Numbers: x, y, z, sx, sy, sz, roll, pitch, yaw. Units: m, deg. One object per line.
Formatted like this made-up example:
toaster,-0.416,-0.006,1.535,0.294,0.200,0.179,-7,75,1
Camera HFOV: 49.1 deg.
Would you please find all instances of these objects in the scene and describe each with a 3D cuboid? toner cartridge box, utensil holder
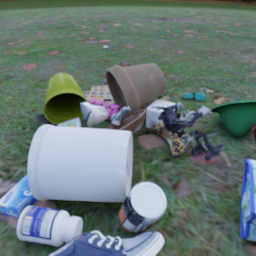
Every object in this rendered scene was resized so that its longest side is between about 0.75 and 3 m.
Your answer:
toner cartridge box,-3.231,2.049,8.873,0.790,0.359,1.663,11,33,17
utensil holder,-1.287,1.097,8.511,2.701,2.295,2.295,2,31,6

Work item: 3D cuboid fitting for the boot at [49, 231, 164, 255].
boot,-0.478,2.763,6.306,2.559,1.156,0.931,-26,-5,-18

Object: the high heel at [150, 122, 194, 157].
high heel,1.503,0.435,11.333,1.992,0.711,1.420,17,43,31

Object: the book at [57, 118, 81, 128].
book,-2.493,0.204,11.915,1.043,0.375,1.562,-16,32,-5

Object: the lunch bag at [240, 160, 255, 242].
lunch bag,4.356,1.974,7.796,2.162,1.621,2.543,9,42,15

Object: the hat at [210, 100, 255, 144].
hat,4.826,0.295,11.852,2.411,2.562,2.911,-9,-9,33

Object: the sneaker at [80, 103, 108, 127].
sneaker,-1.304,-0.602,10.976,0.986,0.843,2.264,-15,-2,-4

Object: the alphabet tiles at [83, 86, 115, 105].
alphabet tiles,-1.503,-1.769,15.380,2.102,0.095,2.515,2,32,1

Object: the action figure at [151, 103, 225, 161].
action figure,2.184,-0.124,10.247,1.452,2.846,1.692,-51,19,-9

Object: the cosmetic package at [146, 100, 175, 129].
cosmetic package,1.467,-0.565,12.640,0.962,0.963,1.167,15,34,23

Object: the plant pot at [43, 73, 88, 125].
plant pot,-2.886,-1.445,12.699,1.956,1.956,1.884,-8,48,-13

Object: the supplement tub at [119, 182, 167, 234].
supplement tub,0.311,2.159,7.325,0.973,1.588,0.973,8,54,-11

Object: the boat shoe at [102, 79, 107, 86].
boat shoe,-0.345,-3.080,17.003,2.514,0.716,0.840,-9,38,-12

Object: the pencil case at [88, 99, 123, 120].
pencil case,-1.135,-0.806,13.247,1.738,0.814,0.789,16,5,28

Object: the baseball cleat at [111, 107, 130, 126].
baseball cleat,-0.294,-0.431,11.714,0.405,1.163,0.619,17,60,-33

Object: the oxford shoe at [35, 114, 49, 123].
oxford shoe,-3.769,-0.377,12.728,0.466,0.466,1.308,44,25,8

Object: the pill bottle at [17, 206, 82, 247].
pill bottle,-2.030,2.616,7.400,1.508,0.903,0.903,6,31,9

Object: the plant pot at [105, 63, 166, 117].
plant pot,0.465,-1.886,12.826,2.212,2.536,2.536,-24,36,-12

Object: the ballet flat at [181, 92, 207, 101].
ballet flat,3.574,-1.738,15.166,1.330,0.451,0.501,5,18,13

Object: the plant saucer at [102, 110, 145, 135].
plant saucer,-0.490,0.188,10.821,2.841,0.520,2.841,-27,10,5
